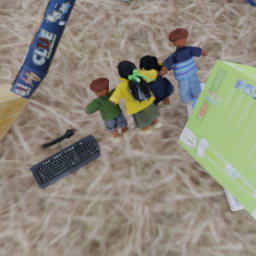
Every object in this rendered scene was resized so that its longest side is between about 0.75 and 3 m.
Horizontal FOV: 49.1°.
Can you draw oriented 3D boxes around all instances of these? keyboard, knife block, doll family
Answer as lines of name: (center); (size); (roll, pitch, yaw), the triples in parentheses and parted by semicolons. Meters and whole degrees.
keyboard: (-1.907, 0.747, 8.198); (2.017, 0.208, 1.282); (-30, 69, -13)
knife block: (-4.080, -0.496, 7.514); (0.890, 2.441, 2.781); (25, 68, 9)
doll family: (0.468, -0.915, 5.756); (2.800, 1.619, 1.099); (-35, 27, -25)

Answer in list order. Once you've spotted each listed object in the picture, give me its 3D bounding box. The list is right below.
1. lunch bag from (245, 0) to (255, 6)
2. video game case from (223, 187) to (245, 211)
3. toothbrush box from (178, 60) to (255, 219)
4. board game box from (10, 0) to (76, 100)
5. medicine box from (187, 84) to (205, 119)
lunch bag: (4.653, -5.526, 10.463); (1.174, 1.144, 1.729); (-36, 70, 4)
video game case: (3.658, 1.142, 7.982); (2.179, 0.258, 1.983); (-11, 67, -4)
toothbrush box: (2.382, 0.231, 4.978); (1.136, 1.922, 2.639); (0, 33, -32)
board game box: (-1.728, -2.065, 6.014); (0.458, 1.791, 2.644); (23, 70, -24)
medicine box: (2.628, -0.529, 8.418); (1.579, 0.813, 1.438); (0, 66, 0)
